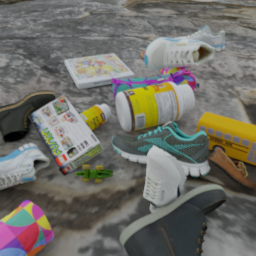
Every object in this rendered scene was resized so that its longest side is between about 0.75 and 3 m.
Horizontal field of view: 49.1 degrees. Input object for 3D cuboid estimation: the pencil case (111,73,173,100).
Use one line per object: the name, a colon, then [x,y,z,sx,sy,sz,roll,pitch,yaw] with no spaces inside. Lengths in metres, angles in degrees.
pencil case: [0.519,-1.370,9.667,2.122,0.981,0.903,-5,56,3]

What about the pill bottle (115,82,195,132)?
pill bottle: [0.831,-0.698,8.641,2.266,1.238,1.238,-13,37,-12]

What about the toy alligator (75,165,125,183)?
toy alligator: [-0.700,1.144,6.953,1.230,0.408,0.295,6,0,-12]

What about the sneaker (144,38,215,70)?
sneaker: [1.824,-2.650,9.968,2.807,1.074,1.134,-18,31,-28]

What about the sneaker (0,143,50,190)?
sneaker: [-2.738,1.082,6.711,0.875,0.757,2.018,26,40,23]

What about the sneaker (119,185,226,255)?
sneaker: [1.206,2.098,5.342,2.512,0.939,1.334,-20,53,-27]

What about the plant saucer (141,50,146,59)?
plant saucer: [1.301,-3.503,13.668,1.354,0.253,1.354,1,34,0]

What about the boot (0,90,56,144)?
boot: [-3.081,-0.317,8.823,2.065,0.800,1.428,-29,47,-15]

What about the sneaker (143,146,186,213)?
sneaker: [0.630,1.083,5.408,0.753,1.871,0.715,-40,50,-18]

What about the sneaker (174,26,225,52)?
sneaker: [3.741,-4.769,14.693,2.701,1.171,1.013,4,37,8]

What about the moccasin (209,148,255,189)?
moccasin: [2.532,0.967,6.660,1.288,0.497,0.471,40,-1,1]

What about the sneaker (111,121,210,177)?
sneaker: [0.854,0.353,7.222,2.609,1.190,1.012,11,14,14]

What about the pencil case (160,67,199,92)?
pencil case: [1.906,-2.233,11.114,1.185,1.185,2.681,-3,35,-5]

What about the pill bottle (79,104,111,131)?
pill bottle: [-1.099,-0.298,8.699,1.149,0.628,0.628,-34,47,-29]

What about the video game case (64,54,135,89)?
video game case: [-1.325,-2.570,12.290,2.422,0.305,2.661,-13,37,-18]

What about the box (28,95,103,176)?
box: [-1.779,0.110,7.769,1.248,0.394,2.267,-33,54,-11]

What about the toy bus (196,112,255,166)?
toy bus: [3.048,0.352,7.601,2.294,0.898,0.747,19,40,27]

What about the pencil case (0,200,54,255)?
pencil case: [-2.336,2.209,4.763,0.990,0.990,2.239,27,45,33]
